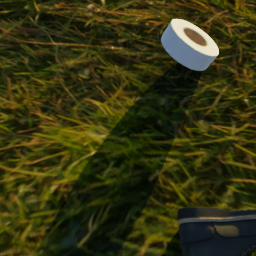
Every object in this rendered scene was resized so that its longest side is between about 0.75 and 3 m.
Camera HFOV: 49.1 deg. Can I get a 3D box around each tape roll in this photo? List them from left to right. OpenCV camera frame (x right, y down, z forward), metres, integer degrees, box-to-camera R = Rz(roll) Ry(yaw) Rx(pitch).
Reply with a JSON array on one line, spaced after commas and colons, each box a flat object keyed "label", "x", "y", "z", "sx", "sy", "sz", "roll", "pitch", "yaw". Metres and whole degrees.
[{"label": "tape roll", "x": 2.050, "y": -2.782, "z": 9.339, "sx": 1.897, "sy": 0.663, "sz": 1.897, "roll": 18, "pitch": 44, "yaw": -19}]

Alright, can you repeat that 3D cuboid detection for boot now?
[{"label": "boot", "x": 2.527, "y": 2.850, "z": 6.231, "sx": 2.767, "sy": 1.072, "sz": 1.914, "roll": -3, "pitch": 62, "yaw": 14}]
